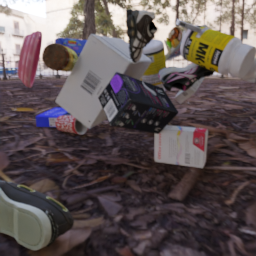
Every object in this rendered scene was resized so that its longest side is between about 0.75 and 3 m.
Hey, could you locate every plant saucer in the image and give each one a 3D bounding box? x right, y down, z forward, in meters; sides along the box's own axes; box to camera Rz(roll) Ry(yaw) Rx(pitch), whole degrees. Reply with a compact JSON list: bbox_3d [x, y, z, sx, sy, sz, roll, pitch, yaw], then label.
[{"bbox_3d":[-3.540,-2.489,10.057,0.514,2.030,2.030,12,11,-14],"label":"plant saucer"}]

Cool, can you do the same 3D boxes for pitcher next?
[{"bbox_3d":[4.855,-2.527,11.794,1.146,0.810,1.336,16,-14,35],"label":"pitcher"}]

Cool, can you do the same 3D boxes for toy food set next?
[{"bbox_3d":[1.767,-3.485,10.746,0.245,0.843,1.221,0,-28,-36],"label":"toy food set"}]

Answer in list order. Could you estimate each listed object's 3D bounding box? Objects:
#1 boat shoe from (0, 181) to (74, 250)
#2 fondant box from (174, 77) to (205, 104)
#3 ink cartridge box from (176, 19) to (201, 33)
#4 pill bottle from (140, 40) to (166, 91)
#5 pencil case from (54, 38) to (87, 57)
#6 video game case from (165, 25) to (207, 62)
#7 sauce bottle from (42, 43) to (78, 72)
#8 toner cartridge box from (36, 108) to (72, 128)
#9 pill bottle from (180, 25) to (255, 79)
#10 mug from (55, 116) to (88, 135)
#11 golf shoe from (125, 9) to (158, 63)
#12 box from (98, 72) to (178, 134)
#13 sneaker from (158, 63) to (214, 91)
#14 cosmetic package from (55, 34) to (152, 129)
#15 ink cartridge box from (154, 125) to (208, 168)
[{"bbox_3d":[-2.238,1.633,5.697,2.628,0.937,0.791,13,10,35],"label":"boat shoe"},{"bbox_3d":[3.026,-2.011,13.620,1.576,0.459,1.137,-51,6,-34],"label":"fondant box"},{"bbox_3d":[1.967,-3.394,9.311,0.784,0.171,0.681,15,23,-11],"label":"ink cartridge box"},{"bbox_3d":[1.065,-2.619,12.975,1.437,2.582,1.437,-8,33,5],"label":"pill bottle"},{"bbox_3d":[-1.777,-3.194,11.955,2.820,1.100,1.225,-2,36,-15],"label":"pencil case"},{"bbox_3d":[2.640,-3.947,13.142,1.771,0.223,1.943,-29,-12,-40],"label":"video game case"},{"bbox_3d":[-2.137,-2.342,9.566,0.863,0.863,2.613,1,11,3],"label":"sauce bottle"},{"bbox_3d":[-3.897,-0.613,15.430,1.271,0.577,2.675,3,14,8],"label":"toner cartridge box"},{"bbox_3d":[3.047,-2.598,9.592,2.256,1.289,1.289,33,30,33],"label":"pill bottle"},{"bbox_3d":[-2.625,-0.080,13.227,1.361,1.208,0.908,4,50,33],"label":"mug"},{"bbox_3d":[0.363,-2.251,7.084,0.783,0.644,1.658,-6,-22,2],"label":"golf shoe"},{"bbox_3d":[0.308,-0.683,8.407,1.991,1.056,1.217,11,41,-39],"label":"box"},{"bbox_3d":[2.432,-1.995,11.529,2.291,0.989,0.920,-12,-19,0],"label":"sneaker"},{"bbox_3d":[-0.791,-1.726,10.121,1.639,2.658,2.666,38,22,9],"label":"cosmetic package"},{"bbox_3d":[1.740,0.578,9.257,1.627,1.201,0.697,7,15,23],"label":"ink cartridge box"}]
